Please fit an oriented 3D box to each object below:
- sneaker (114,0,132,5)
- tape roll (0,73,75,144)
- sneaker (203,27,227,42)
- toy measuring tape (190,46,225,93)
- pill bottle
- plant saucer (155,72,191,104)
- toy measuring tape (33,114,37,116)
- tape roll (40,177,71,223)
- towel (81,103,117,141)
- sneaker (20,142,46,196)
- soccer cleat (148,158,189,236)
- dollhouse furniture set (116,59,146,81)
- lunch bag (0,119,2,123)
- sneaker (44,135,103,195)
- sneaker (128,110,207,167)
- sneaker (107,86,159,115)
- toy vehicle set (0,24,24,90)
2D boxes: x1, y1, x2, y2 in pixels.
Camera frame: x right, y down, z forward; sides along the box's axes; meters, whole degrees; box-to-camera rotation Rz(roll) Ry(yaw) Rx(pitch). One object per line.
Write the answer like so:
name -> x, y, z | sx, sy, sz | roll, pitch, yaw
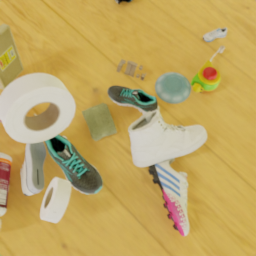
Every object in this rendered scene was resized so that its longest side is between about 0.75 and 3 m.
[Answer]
sneaker -> 0.165, -5.968, 12.470 | 1.715, 0.612, 0.685 | -23, 78, -6
tape roll -> -2.665, -0.536, 8.316 | 2.134, 2.134, 0.746 | -32, 56, -12
sneaker -> 3.641, -3.957, 11.699 | 1.084, 0.470, 0.406 | -21, 71, -7
toy measuring tape -> 3.324, -2.186, 10.818 | 0.940, 0.940, 2.555 | 36, 66, 13
pill bottle -> -4.488, 2.052, 8.776 | 1.376, 1.376, 2.409 | -2, 68, -1
plant saucer -> 1.756, -1.623, 10.874 | 1.420, 0.273, 1.420 | 0, 68, 0
toy measuring tape -> -3.133, -0.518, 10.416 | 0.798, 0.294, 0.294 | 11, 69, 5
tape roll -> -2.125, 2.102, 8.173 | 0.440, 1.258, 1.258 | 25, 67, -23
towel -> -1.052, -0.241, 10.332 | 1.005, 0.247, 1.355 | -21, 69, -9
sneaker -> -3.293, 1.246, 9.435 | 0.756, 0.780, 2.136 | -28, 50, 23
soccer cleat -> 1.571, 2.075, 9.038 | 1.121, 0.907, 2.596 | -20, 69, -5
dollhouse furniture set -> 0.189, -2.353, 10.949 | 1.123, 0.582, 0.497 | 21, 45, 1
lunch bag -> -4.038, -0.262, 9.660 | 1.437, 1.266, 0.589 | 40, 83, 6
sneaker -> -1.919, 1.121, 9.234 | 2.675, 1.220, 1.038 | 41, 75, 16
sneaker -> 1.341, 0.101, 9.159 | 2.781, 1.607, 1.025 | -20, 28, -16
sneaker -> 0.211, -1.177, 10.323 | 2.093, 0.955, 0.812 | 21, 69, 9
toy vehicle set -> -4.465, -2.497, 10.063 | 0.268, 2.024, 1.257 | 20, 55, 10
